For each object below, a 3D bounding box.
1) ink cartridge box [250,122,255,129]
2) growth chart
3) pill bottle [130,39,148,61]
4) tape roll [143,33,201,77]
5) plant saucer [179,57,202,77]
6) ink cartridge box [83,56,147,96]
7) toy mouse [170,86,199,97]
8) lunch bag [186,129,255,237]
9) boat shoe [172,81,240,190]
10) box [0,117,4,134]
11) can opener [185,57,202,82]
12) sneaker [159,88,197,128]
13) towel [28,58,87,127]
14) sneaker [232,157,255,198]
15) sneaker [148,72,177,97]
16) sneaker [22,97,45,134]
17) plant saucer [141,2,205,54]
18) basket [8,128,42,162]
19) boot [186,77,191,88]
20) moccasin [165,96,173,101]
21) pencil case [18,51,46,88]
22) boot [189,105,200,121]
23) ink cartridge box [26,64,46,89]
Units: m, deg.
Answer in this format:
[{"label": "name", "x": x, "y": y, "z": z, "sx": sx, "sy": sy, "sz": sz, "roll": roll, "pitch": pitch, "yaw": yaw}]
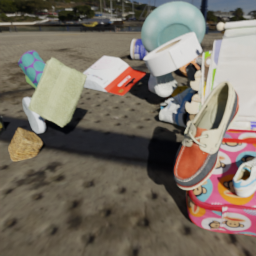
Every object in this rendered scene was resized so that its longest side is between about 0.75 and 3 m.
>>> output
[{"label": "ink cartridge box", "x": 3.859, "y": 0.485, "z": 6.359, "sx": 2.666, "sy": 0.584, "sz": 2.691, "roll": 5, "pitch": 36, "yaw": 16}, {"label": "growth chart", "x": 2.506, "y": -1.205, "z": 6.737, "sx": 2.128, "sy": 2.940, "sz": 0.261, "roll": 20, "pitch": 10, "yaw": 42}, {"label": "pill bottle", "x": 1.568, "y": -5.621, "z": 20.294, "sx": 2.593, "sy": 1.501, "sz": 1.501, "roll": 7, "pitch": 24, "yaw": 14}, {"label": "tape roll", "x": 1.437, "y": -2.394, "z": 9.151, "sx": 1.830, "sy": 0.640, "sz": 1.830, "roll": -26, "pitch": 18, "yaw": 9}, {"label": "plant saucer", "x": 4.037, "y": -3.319, "z": 15.592, "sx": 2.378, "sy": 0.445, "sz": 2.378, "roll": -7, "pitch": 35, "yaw": 5}, {"label": "ink cartridge box", "x": -0.759, "y": -2.532, "z": 13.259, "sx": 2.569, "sy": 0.733, "sz": 2.088, "roll": 14, "pitch": 48, "yaw": 37}, {"label": "toy mouse", "x": 2.753, "y": -1.349, "z": 11.013, "sx": 2.221, "sy": 0.484, "sz": 2.499, "roll": 1, "pitch": 7, "yaw": -24}, {"label": "lunch bag", "x": 2.300, "y": 0.803, "z": 4.989, "sx": 2.445, "sy": 1.002, "sz": 2.154, "roll": 3, "pitch": 41, "yaw": 13}, {"label": "boat shoe", "x": 1.251, "y": 0.100, "z": 4.543, "sx": 0.670, "sy": 0.589, "sz": 1.883, "roll": 23, "pitch": 71, "yaw": 36}, {"label": "box", "x": -4.731, "y": 0.248, "z": 7.667, "sx": 1.726, "sy": 0.500, "sz": 2.172, "roll": 2, "pitch": 23, "yaw": 4}, {"label": "can opener", "x": 3.068, "y": -1.298, "z": 9.674, "sx": 0.892, "sy": 2.668, "sz": 0.712, "roll": -39, "pitch": 2, "yaw": 37}, {"label": "sneaker", "x": 1.739, "y": -0.825, "z": 9.758, "sx": 1.099, "sy": 0.951, "sz": 2.536, "roll": 4, "pitch": 22, "yaw": 24}, {"label": "towel", "x": -1.711, "y": -0.834, "z": 6.825, "sx": 1.085, "sy": 1.462, "sz": 0.267, "roll": 26, "pitch": 15, "yaw": -10}, {"label": "sneaker", "x": 1.833, "y": 0.623, "z": 4.074, "sx": 0.820, "sy": 0.331, "sz": 0.314, "roll": -43, "pitch": 32, "yaw": -21}, {"label": "sneaker", "x": 1.232, "y": -1.650, "z": 10.804, "sx": 0.913, "sy": 0.962, "sz": 2.390, "roll": 29, "pitch": 28, "yaw": -12}, {"label": "sneaker", "x": -2.859, "y": -0.488, "z": 8.962, "sx": 0.658, "sy": 0.678, "sz": 1.857, "roll": -9, "pitch": 39, "yaw": -29}, {"label": "plant saucer", "x": 1.733, "y": -3.444, "z": 10.570, "sx": 2.455, "sy": 2.455, "sz": 0.473, "roll": -2, "pitch": 47, "yaw": -4}, {"label": "basket", "x": -2.685, "y": 0.507, "z": 7.362, "sx": 0.626, "sy": 0.653, "sz": 0.877, "roll": 25, "pitch": 6, "yaw": -36}, {"label": "boot", "x": 2.982, "y": -2.079, "z": 13.055, "sx": 0.336, "sy": 0.601, "sz": 0.868, "roll": -11, "pitch": 26, "yaw": -24}, {"label": "moccasin", "x": 1.828, "y": -1.206, "z": 11.298, "sx": 0.821, "sy": 0.317, "sz": 0.300, "roll": -6, "pitch": 29, "yaw": -34}, {"label": "pencil case", "x": -2.658, "y": -1.632, "z": 8.728, "sx": 1.692, "sy": 0.720, "sz": 0.782, "roll": 47, "pitch": 48, "yaw": 14}, {"label": "boot", "x": 2.972, "y": -1.054, "z": 7.909, "sx": 0.971, "sy": 2.684, "sz": 2.232, "roll": 56, "pitch": 30, "yaw": 9}, {"label": "ink cartridge box", "x": -3.903, "y": -2.465, "z": 13.636, "sx": 1.498, "sy": 0.856, "sz": 2.885, "roll": -14, "pitch": 27, "yaw": -30}]
